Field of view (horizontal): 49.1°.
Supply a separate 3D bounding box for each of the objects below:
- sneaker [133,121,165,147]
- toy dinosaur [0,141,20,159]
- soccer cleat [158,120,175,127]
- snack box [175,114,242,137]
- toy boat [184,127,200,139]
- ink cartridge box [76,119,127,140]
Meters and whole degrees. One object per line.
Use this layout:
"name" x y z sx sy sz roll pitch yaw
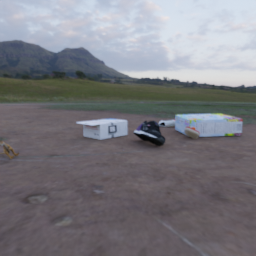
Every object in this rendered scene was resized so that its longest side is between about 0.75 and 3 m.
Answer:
"sneaker" 1.083 0.101 12.877 0.877 1.014 2.316 40 -9 -25
"toy dinosaur" -4.502 0.841 10.480 0.435 0.766 1.442 -46 -6 -31
"soccer cleat" 2.662 -0.255 18.354 1.381 0.474 0.588 2 19 26
"snack box" 4.440 -0.190 15.845 2.978 1.008 2.511 -3 9 -8
"toy boat" 3.260 0.163 14.212 0.790 0.515 0.516 25 51 7
"ink cartridge box" -1.381 0.061 14.773 1.421 0.818 2.453 8 12 44
